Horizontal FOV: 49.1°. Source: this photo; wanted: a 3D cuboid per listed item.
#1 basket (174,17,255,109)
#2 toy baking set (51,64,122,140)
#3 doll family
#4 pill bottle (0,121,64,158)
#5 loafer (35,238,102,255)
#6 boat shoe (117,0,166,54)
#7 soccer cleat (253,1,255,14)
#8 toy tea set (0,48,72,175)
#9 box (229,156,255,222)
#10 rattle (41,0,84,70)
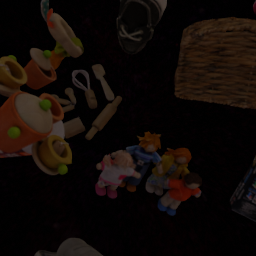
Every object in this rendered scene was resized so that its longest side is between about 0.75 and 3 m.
[{"bbox_3d":[2.157,-1.452,5.743,2.203,1.573,1.641,10,32,13],"label":"basket"},{"bbox_3d":[-1.232,-0.859,8.301,1.968,0.298,2.564,35,69,16],"label":"toy baking set"},{"bbox_3d":[0.403,0.708,5.100,2.041,1.267,0.920,18,38,-16],"label":"doll family"},{"bbox_3d":[-2.137,0.140,5.718,1.560,0.855,0.855,-7,61,26],"label":"pill bottle"},{"bbox_3d":[-0.833,2.167,4.331,2.604,0.910,0.909,-27,53,36],"label":"loafer"},{"bbox_3d":[0.219,-2.352,6.387,0.957,2.708,0.862,21,88,1],"label":"boat shoe"},{"bbox_3d":[3.421,-2.541,6.140,1.490,0.520,0.643,21,66,-8],"label":"soccer cleat"},{"bbox_3d":[-1.440,-0.542,4.549,0.937,1.506,2.533,-32,57,18],"label":"toy tea set"},{"bbox_3d":[2.879,1.262,5.070,1.597,0.367,1.269,25,106,8],"label":"box"},{"bbox_3d":[-1.830,-2.015,6.309,1.230,1.722,1.121,-13,92,12],"label":"rattle"}]
